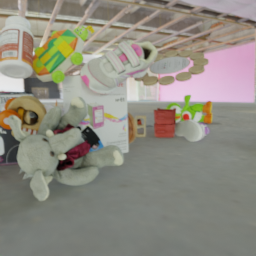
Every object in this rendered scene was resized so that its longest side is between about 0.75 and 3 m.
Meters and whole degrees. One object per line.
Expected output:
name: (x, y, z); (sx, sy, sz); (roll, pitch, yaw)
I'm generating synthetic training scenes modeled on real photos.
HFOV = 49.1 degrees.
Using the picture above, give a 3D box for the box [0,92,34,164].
box: (-3.787, -0.016, 6.830); (2.915, 1.673, 1.926); (-4, 10, -19)

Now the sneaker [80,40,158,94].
sneaker: (-0.158, -1.578, 6.652); (2.256, 0.918, 0.995); (-34, -5, -39)

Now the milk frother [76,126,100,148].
milk frother: (-1.002, 0.405, 6.249); (0.706, 0.751, 0.678); (-42, 40, -14)

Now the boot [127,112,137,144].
boot: (-1.274, 0.044, 8.591); (2.204, 1.088, 2.838); (-7, 12, -36)

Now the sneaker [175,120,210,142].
sneaker: (2.528, 0.052, 10.043); (1.131, 0.719, 1.983); (2, 7, -10)

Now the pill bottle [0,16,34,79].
pill bottle: (-2.395, -1.736, 6.026); (0.687, 1.225, 0.687); (-4, -19, -1)

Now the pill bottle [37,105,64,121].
pill bottle: (-3.491, -0.318, 10.950); (2.131, 1.186, 1.186); (3, 8, 14)

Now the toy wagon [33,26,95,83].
toy wagon: (-1.547, -1.865, 6.621); (1.344, 1.732, 0.343); (49, 3, 37)

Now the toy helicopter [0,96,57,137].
toy helicopter: (-1.903, 0.072, 6.029); (1.125, 1.701, 0.671); (-14, 32, 1)

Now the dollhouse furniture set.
dollhouse furniture set: (0.594, -0.225, 10.745); (2.473, 1.006, 1.331); (0, 7, 9)

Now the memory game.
memory game: (1.196, -1.768, 8.118); (2.239, 0.143, 2.239); (-11, 33, 7)

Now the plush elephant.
plush elephant: (-1.229, 0.363, 4.789); (1.908, 1.571, 1.477); (-29, -5, -3)

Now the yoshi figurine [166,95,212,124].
yoshi figurine: (3.124, -0.925, 15.131); (2.740, 1.540, 1.534); (0, -9, 19)

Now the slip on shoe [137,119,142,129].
slip on shoe: (0.011, -0.167, 12.632); (1.435, 0.439, 0.531); (-7, 12, -32)

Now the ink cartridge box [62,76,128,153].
ink cartridge box: (-0.828, -0.316, 7.333); (1.506, 2.084, 0.882); (-8, 8, -42)
